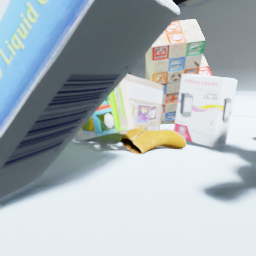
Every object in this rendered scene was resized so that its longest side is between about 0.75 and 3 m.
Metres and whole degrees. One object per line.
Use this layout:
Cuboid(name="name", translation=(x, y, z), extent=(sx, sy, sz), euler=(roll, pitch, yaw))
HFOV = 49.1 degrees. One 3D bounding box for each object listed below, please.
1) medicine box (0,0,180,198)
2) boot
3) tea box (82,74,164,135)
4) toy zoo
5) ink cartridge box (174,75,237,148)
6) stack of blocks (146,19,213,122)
Cuboid(name="medicine box", translation=(-1.557, -1.126, 2.729), extent=(2.934, 2.672, 1.510), euler=(47, 24, 9))
Cuboid(name="boot", translation=(0.460, 0.294, 5.234), extent=(1.098, 0.386, 0.786), euler=(21, 35, 21))
Cuboid(name="tea box", translation=(-0.420, -0.539, 6.648), extent=(1.868, 1.269, 1.899), euler=(7, 3, 33))
Cuboid(name="toy zoo", translation=(-0.580, -0.275, 4.964), extent=(1.326, 0.870, 0.136), euler=(-11, -2, 24))
Cuboid(name="ink cartridge box", translation=(1.531, -0.375, 5.704), extent=(0.576, 1.346, 0.993), euler=(-7, 17, -45))
Cuboid(name="stack of blocks", translation=(1.347, -1.408, 7.585), extent=(1.639, 2.847, 0.834), euler=(-9, 54, -2))
